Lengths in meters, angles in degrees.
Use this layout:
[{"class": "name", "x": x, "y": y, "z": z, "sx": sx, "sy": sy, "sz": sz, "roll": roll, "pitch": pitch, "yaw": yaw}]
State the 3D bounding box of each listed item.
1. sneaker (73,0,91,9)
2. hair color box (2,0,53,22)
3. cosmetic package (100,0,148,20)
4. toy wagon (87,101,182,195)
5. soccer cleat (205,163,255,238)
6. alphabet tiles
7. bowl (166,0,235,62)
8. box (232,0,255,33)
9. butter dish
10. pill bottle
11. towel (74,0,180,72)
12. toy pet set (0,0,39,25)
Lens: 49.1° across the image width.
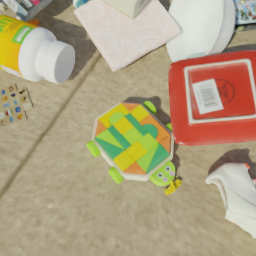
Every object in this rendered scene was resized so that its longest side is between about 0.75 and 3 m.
[{"class": "sneaker", "x": -1.502, "y": -4.588, "z": 9.582, "sx": 1.347, "sy": 0.536, "sz": 0.879, "roll": -37, "pitch": 70, "yaw": -28}, {"class": "hair color box", "x": -2.705, "y": -4.770, "z": 8.750, "sx": 1.373, "sy": 0.841, "sz": 2.774, "roll": 46, "pitch": 70, "yaw": -16}, {"class": "cosmetic package", "x": -0.405, "y": -4.093, "z": 7.902, "sx": 1.990, "sy": 0.727, "sz": 1.030, "roll": 34, "pitch": 75, "yaw": 5}, {"class": "toy wagon", "x": 0.325, "y": 0.478, "z": 6.866, "sx": 2.001, "sy": 0.510, "sz": 2.579, "roll": -36, "pitch": 68, "yaw": -17}, {"class": "soccer cleat", "x": 2.668, "y": 1.943, "z": 5.929, "sx": 1.023, "sy": 0.914, "sz": 2.638, "roll": -23, "pitch": 57, "yaw": -7}, {"class": "alphabet tiles", "x": -3.445, "y": -0.559, "z": 7.688, "sx": 1.503, "sy": 0.048, "sz": 1.251, "roll": -23, "pitch": 64, "yaw": -12}, {"class": "bowl", "x": 2.125, "y": -2.833, "z": 7.763, "sx": 1.087, "sy": 2.419, "sz": 2.419, "roll": -1, "pitch": 60, "yaw": -25}, {"class": "box", "x": 3.211, "y": -3.931, "z": 9.029, "sx": 2.484, "sy": 0.495, "sz": 1.701, "roll": -9, "pitch": 76, "yaw": -5}, {"class": "butter dish", "x": 2.157, "y": -0.497, "z": 6.740, "sx": 2.221, "sy": 1.646, "sz": 2.227, "roll": -5, "pitch": 68, "yaw": 11}, {"class": "pill bottle", "x": -2.888, "y": -2.158, "z": 7.726, "sx": 2.634, "sy": 1.463, "sz": 1.463, "roll": 21, "pitch": 64, "yaw": 11}, {"class": "towel", "x": -0.039, "y": -3.082, "z": 8.239, "sx": 2.371, "sy": 0.382, "sz": 2.264, "roll": -33, "pitch": 80, "yaw": -11}, {"class": "toy pet set", "x": -3.562, "y": -4.077, "z": 9.107, "sx": 1.616, "sy": 0.858, "sz": 1.509, "roll": 30, "pitch": 65, "yaw": 14}]
